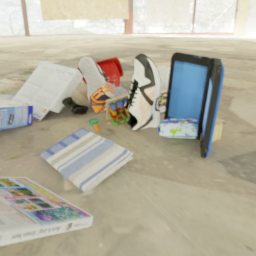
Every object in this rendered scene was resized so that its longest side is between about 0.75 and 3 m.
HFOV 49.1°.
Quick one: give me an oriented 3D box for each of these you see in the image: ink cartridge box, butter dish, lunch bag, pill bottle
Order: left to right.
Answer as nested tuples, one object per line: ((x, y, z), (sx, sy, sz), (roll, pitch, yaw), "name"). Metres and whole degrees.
((-4.550, -0.525, 10.250), (1.477, 0.826, 2.165), (12, 14, 26), "ink cartridge box")
((-3.645, -1.589, 12.250), (2.709, 0.551, 2.715), (21, 71, 37), "ink cartridge box")
((-1.206, -2.241, 13.760), (2.109, 1.559, 2.103), (-15, -16, 4), "butter dish")
((1.543, 0.023, 8.856), (1.192, 0.611, 1.483), (0, -1, 7), "lunch bag")
((2.824, -2.315, 13.755), (2.815, 1.638, 1.638), (7, 24, 17), "pill bottle")

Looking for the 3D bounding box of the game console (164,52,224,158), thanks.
((1.896, -0.804, 8.750), (1.618, 2.735, 2.334), (8, 23, 11), "game console")

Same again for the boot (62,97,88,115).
((-2.152, -0.921, 11.480), (0.772, 0.388, 1.032), (41, 19, 18), "boot")

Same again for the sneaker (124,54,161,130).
((0.439, -1.073, 9.517), (1.144, 2.860, 1.054), (-17, 35, -15), "sneaker")

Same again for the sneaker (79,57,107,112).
((-1.340, -1.878, 12.324), (0.978, 2.494, 0.990), (-20, -8, 13), "sneaker")

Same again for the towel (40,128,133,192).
((-1.216, 0.789, 7.852), (1.713, 0.278, 2.333), (-34, 39, -31), "towel")

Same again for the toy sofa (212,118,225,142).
((2.564, -0.089, 9.817), (0.738, 0.626, 1.512), (-17, 30, -38), "toy sofa")

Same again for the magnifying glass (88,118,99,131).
((-1.240, -0.127, 10.490), (0.369, 0.104, 0.928), (-23, 31, -9), "magnifying glass")

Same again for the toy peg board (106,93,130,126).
((-0.219, -0.658, 10.507), (1.103, 1.098, 0.540), (-20, 59, -16), "toy peg board")

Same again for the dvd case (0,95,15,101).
((-6.244, -1.337, 13.326), (1.779, 0.156, 1.270), (1, 23, 2), "dvd case")

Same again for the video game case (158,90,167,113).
((1.652, -1.231, 12.541), (1.470, 0.290, 1.622), (-20, 28, -11), "video game case")

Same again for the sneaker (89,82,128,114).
((-0.705, -1.041, 11.056), (2.181, 1.222, 0.846), (22, 43, -52), "sneaker")

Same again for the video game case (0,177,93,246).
((-2.255, 1.467, 5.481), (2.411, 0.286, 2.195), (17, 0, 34), "video game case")
